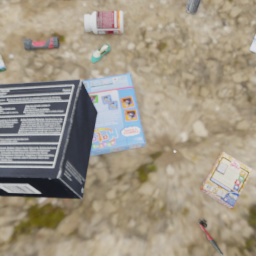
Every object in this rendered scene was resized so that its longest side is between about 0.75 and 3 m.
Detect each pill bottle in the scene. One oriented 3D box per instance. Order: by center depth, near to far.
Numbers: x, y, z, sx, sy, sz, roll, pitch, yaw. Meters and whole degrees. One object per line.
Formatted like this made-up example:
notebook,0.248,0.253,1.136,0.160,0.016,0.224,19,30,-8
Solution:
pill bottle,-0.785,-3.452,9.193,1.239,0.700,0.700,-1,68,0

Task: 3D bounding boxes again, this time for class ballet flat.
ballet flat,-0.902,-2.435,9.003,0.280,0.293,0.832,43,75,13

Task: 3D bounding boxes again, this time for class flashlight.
flashlight,-2.810,-2.750,9.071,1.120,0.381,0.379,0,80,-3

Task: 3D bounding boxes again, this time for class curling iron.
curling iron,2.086,2.736,7.026,0.244,0.126,0.984,-26,70,-11

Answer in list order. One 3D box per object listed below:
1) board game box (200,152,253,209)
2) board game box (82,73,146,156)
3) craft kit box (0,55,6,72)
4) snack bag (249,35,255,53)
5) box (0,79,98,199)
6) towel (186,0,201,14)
board game box,2.629,1.382,7.482,0.908,0.277,1.198,33,72,12
board game box,-0.551,-0.418,8.128,1.703,0.412,2.251,-10,69,-4
craft kit box,-4.402,-2.034,8.909,0.817,0.198,0.807,-24,73,-9
snack bag,4.606,-2.754,9.229,1.006,0.114,1.067,28,71,10
box,-1.788,0.230,5.406,2.003,1.235,1.987,-1,60,12
towel,2.335,-4.494,9.439,0.437,1.021,0.846,20,71,6
